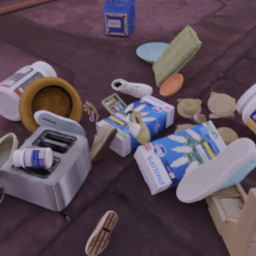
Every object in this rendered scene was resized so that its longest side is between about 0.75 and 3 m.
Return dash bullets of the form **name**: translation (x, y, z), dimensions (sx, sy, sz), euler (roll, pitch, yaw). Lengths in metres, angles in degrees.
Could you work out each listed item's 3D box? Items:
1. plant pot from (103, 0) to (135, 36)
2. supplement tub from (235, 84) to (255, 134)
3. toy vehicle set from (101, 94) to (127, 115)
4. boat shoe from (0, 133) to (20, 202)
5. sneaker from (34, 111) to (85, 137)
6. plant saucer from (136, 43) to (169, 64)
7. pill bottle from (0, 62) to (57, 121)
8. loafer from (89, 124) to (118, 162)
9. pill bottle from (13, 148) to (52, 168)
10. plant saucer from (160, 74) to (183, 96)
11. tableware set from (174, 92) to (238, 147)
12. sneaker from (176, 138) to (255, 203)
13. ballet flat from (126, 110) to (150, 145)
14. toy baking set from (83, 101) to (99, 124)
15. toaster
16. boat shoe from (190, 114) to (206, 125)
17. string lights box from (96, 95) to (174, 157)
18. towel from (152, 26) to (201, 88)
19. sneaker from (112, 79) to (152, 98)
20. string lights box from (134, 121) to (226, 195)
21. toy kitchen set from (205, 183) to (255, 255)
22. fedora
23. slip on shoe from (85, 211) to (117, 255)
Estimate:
- **plant pot**: translation (-0.621, -7.036, 18.030), dimensions (1.979, 1.979, 1.779), euler (7, 47, 8)
- **supplement tub**: translation (5.249, -0.333, 9.873), dimensions (1.796, 1.796, 2.470), euler (-22, 59, -24)
- **toy vehicle set**: translation (-0.432, -0.794, 11.588), dimensions (0.755, 0.161, 1.215), euler (-37, 81, -32)
- **boat shoe**: translation (-4.211, 1.423, 8.776), dimensions (1.050, 0.923, 2.951), euler (16, 41, -3)
- **sneaker**: translation (-2.431, -0.116, 10.073), dimensions (0.724, 1.984, 0.702), euler (-58, 33, -2)
- **plant saucer**: translation (1.638, -4.063, 15.631), dimensions (2.359, 0.454, 2.359), euler (0, 40, 0)
- **pill bottle**: translation (-4.315, -1.660, 11.960), dimensions (1.590, 1.590, 2.744), euler (14, 41, 16)
- **loafer**: translation (-0.918, 0.494, 9.579), dimensions (0.537, 1.573, 0.595), euler (46, 22, 28)
- **pill bottle**: translation (-2.607, 0.830, 7.675), dimensions (0.949, 0.549, 0.549), euler (0, 41, -1)
- **plant saucer**: translation (1.807, -1.726, 11.524), dimensions (1.130, 0.212, 1.130), euler (-35, 31, 25)
- **tableware set**: translation (2.977, -0.232, 10.753), dimensions (2.370, 0.329, 2.838), euler (3, 60, 8)
- **sneaker**: translation (2.671, 1.468, 8.073), dimensions (2.612, 1.070, 0.966), euler (-36, 33, 11)
- **ballet flat**: translation (0.245, -0.058, 9.044), dimensions (0.594, 0.594, 1.679), euler (-6, 36, -7)
- **toy baking set**: translation (-1.494, -0.600, 11.449), dimensions (0.125, 1.072, 0.823), euler (-31, 7, 25)
- **toaster**: translation (-2.403, 1.262, 8.664), dimensions (2.394, 1.420, 2.165), euler (14, 44, 16)
- **boat shoe**: translation (2.680, -0.310, 10.680), dimensions (0.340, 0.378, 1.051), euler (-10, -10, 34)
- **string lights box**: translation (0.320, -0.163, 10.726), dimensions (2.806, 0.827, 1.442), euler (-32, 47, -33)
- **towel**: translation (2.226, -3.353, 13.324), dimensions (0.515, 2.823, 2.094), euler (28, 34, -25)
- **sneaker**: translation (0.107, -1.713, 12.253), dimensions (1.723, 0.635, 0.996), euler (11, 3, 28)
- **string lights box**: translation (1.777, 0.938, 9.152), dimensions (2.819, 0.831, 1.448), euler (-19, 68, -20)
- **toy kitchen set**: translation (3.493, 1.749, 7.340), dimensions (2.082, 2.303, 2.552), euler (-3, 34, -7)
- **fedora**: translation (-3.042, -0.713, 10.891), dimensions (2.521, 1.028, 2.521), euler (8, 73, -27)
- **slip on shoe**: translation (-0.714, 2.735, 7.303), dimensions (0.463, 0.369, 1.219), euler (35, 64, -14)
